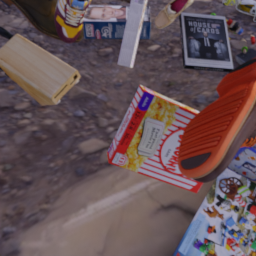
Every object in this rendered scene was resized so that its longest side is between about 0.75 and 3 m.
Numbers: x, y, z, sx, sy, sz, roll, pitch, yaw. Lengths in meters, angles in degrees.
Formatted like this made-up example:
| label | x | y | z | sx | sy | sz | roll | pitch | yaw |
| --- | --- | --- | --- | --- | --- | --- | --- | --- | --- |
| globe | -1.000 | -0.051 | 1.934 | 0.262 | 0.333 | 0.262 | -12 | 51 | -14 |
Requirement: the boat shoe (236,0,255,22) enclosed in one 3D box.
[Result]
| label | x | y | z | sx | sy | sz | roll | pitch | yaw |
| --- | --- | --- | --- | --- | --- | --- | --- | --- | --- |
| boat shoe | 5.497 | -5.009 | 11.985 | 0.835 | 0.724 | 1.959 | -34 | 55 | -26 |

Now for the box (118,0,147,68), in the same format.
| label | x | y | z | sx | sy | sz | roll | pitch | yaw |
| --- | --- | --- | --- | --- | --- | --- | --- | --- | --- |
| box | 0.107 | -2.298 | 6.651 | 0.350 | 1.690 | 0.327 | 14 | 12 | 8 |

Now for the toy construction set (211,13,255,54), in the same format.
| label | x | y | z | sx | sy | sz | roll | pitch | yaw |
| --- | --- | --- | --- | --- | --- | --- | --- | --- | --- |
| toy construction set | 3.711 | -3.414 | 10.264 | 1.717 | 1.432 | 1.320 | 16 | 40 | 10 |

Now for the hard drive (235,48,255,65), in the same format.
| label | x | y | z | sx | sy | sz | roll | pitch | yaw |
| --- | --- | --- | --- | --- | --- | --- | --- | --- | --- |
| hard drive | 4.574 | -2.258 | 9.871 | 0.948 | 0.297 | 1.406 | -28 | 55 | -22 |

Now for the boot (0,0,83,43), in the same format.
| label | x | y | z | sx | sy | sz | roll | pitch | yaw |
| --- | --- | --- | --- | --- | --- | --- | --- | --- | --- |
| boot | -2.048 | -3.301 | 7.217 | 1.374 | 2.836 | 1.059 | -20 | 56 | 42 |

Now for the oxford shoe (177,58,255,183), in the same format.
| label | x | y | z | sx | sy | sz | roll | pitch | yaw |
| --- | --- | --- | --- | --- | --- | --- | --- | --- | --- |
| oxford shoe | 1.563 | -0.062 | 3.807 | 0.960 | 0.942 | 2.647 | 53 | 52 | -10 |

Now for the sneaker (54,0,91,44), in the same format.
| label | x | y | z | sx | sy | sz | roll | pitch | yaw |
| --- | --- | --- | --- | --- | --- | --- | --- | --- | --- |
| sneaker | -1.268 | -2.749 | 6.403 | 0.709 | 1.892 | 0.852 | 0 | 40 | -21 |

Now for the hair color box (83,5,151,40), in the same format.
| label | x | y | z | sx | sy | sz | roll | pitch | yaw |
| --- | --- | --- | --- | --- | --- | --- | --- | --- | --- |
| hair color box | -0.426 | -4.258 | 11.280 | 2.628 | 0.795 | 1.314 | 0 | 49 | 0 |

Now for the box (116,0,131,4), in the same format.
| label | x | y | z | sx | sy | sz | roll | pitch | yaw |
| --- | --- | --- | --- | --- | --- | --- | --- | --- | --- |
| box | 0.172 | -4.283 | 8.142 | 0.633 | 0.846 | 1.690 | 5 | 9 | -17 |

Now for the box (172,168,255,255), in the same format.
| label | x | y | z | sx | sy | sz | roll | pitch | yaw |
| --- | --- | --- | --- | --- | --- | --- | --- | --- | --- |
| box | 2.211 | 2.401 | 5.654 | 2.007 | 0.554 | 2.939 | 28 | 54 | 22 |

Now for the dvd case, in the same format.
| label | x | y | z | sx | sy | sz | roll | pitch | yaw |
| --- | --- | --- | --- | --- | --- | --- | --- | --- | --- |
| dvd case | 2.240 | -2.508 | 8.149 | 1.419 | 0.234 | 1.888 | 3 | 69 | -7 |

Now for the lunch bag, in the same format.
| label | x | y | z | sx | sy | sz | roll | pitch | yaw |
| --- | --- | --- | --- | --- | --- | --- | --- | --- | --- |
| lunch bag | 3.253 | 0.635 | 6.603 | 1.558 | 1.325 | 0.965 | -2 | 62 | -7 |

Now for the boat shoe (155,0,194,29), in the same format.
| label | x | y | z | sx | sy | sz | roll | pitch | yaw |
| --- | --- | --- | --- | --- | --- | --- | --- | --- | --- |
| boat shoe | 1.184 | -3.185 | 7.558 | 0.464 | 1.258 | 0.435 | 52 | 29 | -1 |

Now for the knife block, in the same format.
| label | x | y | z | sx | sy | sz | roll | pitch | yaw |
| --- | --- | --- | --- | --- | --- | --- | --- | --- | --- |
| knife block | -2.031 | -1.286 | 5.303 | 0.687 | 1.884 | 2.146 | -52 | 23 | -14 |

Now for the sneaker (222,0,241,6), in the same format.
| label | x | y | z | sx | sy | sz | roll | pitch | yaw |
| --- | --- | --- | --- | --- | --- | --- | --- | --- | --- |
| sneaker | 3.055 | -4.300 | 8.390 | 0.565 | 1.479 | 0.558 | -9 | 50 | 19 |

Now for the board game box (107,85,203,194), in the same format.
| label | x | y | z | sx | sy | sz | roll | pitch | yaw |
| --- | --- | --- | --- | --- | --- | --- | --- | --- | --- |
| board game box | 0.764 | 0.260 | 5.118 | 1.891 | 1.432 | 0.438 | 21 | 18 | -16 |
